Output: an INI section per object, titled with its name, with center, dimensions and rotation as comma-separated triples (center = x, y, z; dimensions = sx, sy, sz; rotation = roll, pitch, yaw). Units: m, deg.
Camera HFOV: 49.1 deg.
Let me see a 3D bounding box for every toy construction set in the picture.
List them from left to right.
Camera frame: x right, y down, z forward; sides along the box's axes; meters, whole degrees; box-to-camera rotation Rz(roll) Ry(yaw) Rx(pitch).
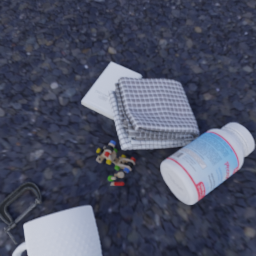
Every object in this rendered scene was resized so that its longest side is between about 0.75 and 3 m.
[toy construction set]
center = -0.499, 1.139, 8.978
dimensions = 1.176, 1.083, 1.410
rotation = 16, 70, -35

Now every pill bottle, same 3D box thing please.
[pill bottle]
center = 2.476, 0.991, 8.602
dimensions = 2.747, 1.494, 1.494
rotation = -31, 66, -17

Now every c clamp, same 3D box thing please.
[c clamp]
center = -3.248, 2.490, 8.574
dimensions = 1.331, 0.211, 1.558
rotation = 33, 68, 21

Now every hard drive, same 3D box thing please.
[hard drive]
center = -0.596, -1.441, 10.567
dimensions = 1.392, 0.277, 2.111
rotation = 26, 65, 14

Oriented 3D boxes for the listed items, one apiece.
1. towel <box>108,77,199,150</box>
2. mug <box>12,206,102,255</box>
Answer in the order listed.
[towel]
center = 0.857, -0.533, 9.137
dimensions = 2.698, 1.154, 2.234
rotation = 1, 60, -27
[mug]
center = -1.869, 3.424, 7.220
dimensions = 2.449, 1.808, 2.147
rotation = -18, 72, 2
